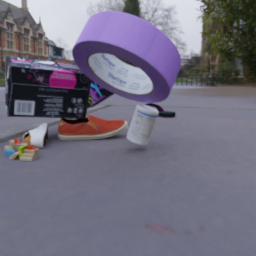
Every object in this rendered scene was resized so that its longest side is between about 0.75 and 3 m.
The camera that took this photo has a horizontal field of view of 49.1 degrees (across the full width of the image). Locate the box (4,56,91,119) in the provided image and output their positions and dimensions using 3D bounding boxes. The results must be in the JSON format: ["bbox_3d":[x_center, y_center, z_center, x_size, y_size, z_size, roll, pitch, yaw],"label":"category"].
[{"bbox_3d":[-2.350,-1.130,8.120,2.203,1.456,1.264,1,24,-27],"label":"box"}]

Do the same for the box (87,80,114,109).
[{"bbox_3d":[-1.154,-1.714,10.038,0.384,1.520,2.126,-21,-1,-40],"label":"box"}]

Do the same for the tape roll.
[{"bbox_3d":[-0.042,-1.467,6.296,2.340,0.768,2.340,21,-16,6],"label":"tape roll"}]

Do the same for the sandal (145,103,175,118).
[{"bbox_3d":[1.281,-0.871,13.229,2.228,0.533,0.837,10,15,43],"label":"sandal"}]

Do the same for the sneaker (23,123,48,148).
[{"bbox_3d":[-2.547,0.172,7.742,0.608,0.523,1.436,1,12,-9],"label":"sneaker"}]

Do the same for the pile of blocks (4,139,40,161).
[{"bbox_3d":[-2.579,0.477,6.534,1.227,0.381,0.504,7,13,35],"label":"pile of blocks"}]

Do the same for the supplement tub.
[{"bbox_3d":[0.360,-0.087,7.020,0.592,0.898,0.592,16,17,-5],"label":"supplement tub"}]

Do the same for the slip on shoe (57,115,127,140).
[{"bbox_3d":[-1.053,-0.069,8.406,2.114,0.647,0.783,-4,19,-10],"label":"slip on shoe"}]
